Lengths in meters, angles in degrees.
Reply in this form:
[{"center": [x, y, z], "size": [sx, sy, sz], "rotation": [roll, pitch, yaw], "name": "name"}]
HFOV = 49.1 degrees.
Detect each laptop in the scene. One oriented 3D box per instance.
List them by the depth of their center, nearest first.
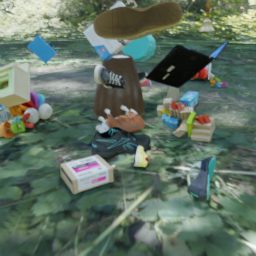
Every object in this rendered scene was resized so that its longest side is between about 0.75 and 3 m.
[{"center": [2.189, -2.542, 10.473], "size": [2.442, 1.261, 2.164], "rotation": [12, -27, -23], "name": "laptop"}]

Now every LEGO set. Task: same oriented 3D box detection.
[{"center": [5.543, -2.841, 17.728], "size": [1.282, 0.526, 0.489], "rotation": [41, 76, 20], "name": "LEGO set"}]

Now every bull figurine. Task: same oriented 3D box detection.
[{"center": [-0.403, -0.179, 10.854], "size": [2.164, 0.705, 1.314], "rotation": [-8, 47, -31], "name": "bull figurine"}]

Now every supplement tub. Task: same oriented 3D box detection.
[{"center": [4.438, -4.126, 19.485], "size": [2.478, 1.518, 1.518], "rotation": [8, 24, 18], "name": "supplement tub"}]

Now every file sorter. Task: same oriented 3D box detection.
[{"center": [-3.650, -3.447, 12.115], "size": [0.703, 1.014, 0.622], "rotation": [-37, 23, 21], "name": "file sorter"}]

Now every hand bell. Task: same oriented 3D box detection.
[{"center": [2.855, -4.031, 10.090], "size": [0.546, 1.048, 0.546], "rotation": [-3, 20, 1], "name": "hand bell"}]

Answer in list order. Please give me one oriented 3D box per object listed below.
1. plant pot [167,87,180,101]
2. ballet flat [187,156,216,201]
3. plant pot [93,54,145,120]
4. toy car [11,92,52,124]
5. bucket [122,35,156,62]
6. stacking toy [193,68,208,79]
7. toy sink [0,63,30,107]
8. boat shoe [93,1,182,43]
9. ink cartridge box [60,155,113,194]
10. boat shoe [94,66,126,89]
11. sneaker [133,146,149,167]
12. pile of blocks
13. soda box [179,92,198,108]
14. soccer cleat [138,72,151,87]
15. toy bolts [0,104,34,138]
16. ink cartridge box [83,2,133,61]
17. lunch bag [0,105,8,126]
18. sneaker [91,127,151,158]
[{"center": [2.460, -1.918, 15.140], "size": [0.722, 0.771, 0.722], "rotation": [0, 22, 0], "name": "plant pot"}, {"center": [1.979, 1.278, 7.652], "size": [0.690, 0.690, 1.888], "rotation": [9, 26, 20], "name": "ballet flat"}, {"center": [-0.416, -1.983, 12.890], "size": [2.444, 2.615, 2.444], "rotation": [1, 22, 0], "name": "plant pot"}, {"center": [-4.251, -0.953, 12.204], "size": [1.443, 1.237, 1.649], "rotation": [14, 27, 32], "name": "toy car"}, {"center": [0.495, -4.219, 14.399], "size": [1.695, 1.695, 1.102], "rotation": [8, 13, 18], "name": "bucket"}, {"center": [2.758, -2.550, 12.867], "size": [1.844, 0.787, 0.787], "rotation": [5, 22, -3], "name": "stacking toy"}, {"center": [-4.138, -1.654, 9.855], "size": [1.003, 1.539, 0.862], "rotation": [-12, -18, 19], "name": "toy sink"}, {"center": [0.246, -2.677, 7.321], "size": [2.285, 0.838, 0.716], "rotation": [-7, -4, -1], "name": "boat shoe"}, {"center": [-1.163, 1.266, 7.877], "size": [1.217, 0.457, 1.002], "rotation": [-12, 24, -30], "name": "ink cartridge box"}, {"center": [-0.547, -1.653, 9.273], "size": [0.747, 0.601, 1.611], "rotation": [8, 1, 13], "name": "boat shoe"}, {"center": [0.439, 0.942, 8.836], "size": [0.477, 0.413, 1.057], "rotation": [13, 27, 2], "name": "sneaker"}, {"center": [1.502, -0.322, 8.095], "size": [0.897, 0.679, 2.184], "rotation": [-36, 40, -23], "name": "pile of blocks"}, {"center": [3.030, -1.322, 13.945], "size": [0.544, 0.575, 1.695], "rotation": [11, 25, 24], "name": "soda box"}, {"center": [0.130, -2.752, 17.252], "size": [2.714, 0.993, 0.926], "rotation": [-3, 56, 35], "name": "soccer cleat"}, {"center": [-4.514, -0.313, 10.894], "size": [0.988, 1.361, 1.425], "rotation": [-13, 2, 9], "name": "toy bolts"}, {"center": [-0.543, -3.572, 10.473], "size": [1.780, 1.287, 0.750], "rotation": [-34, 4, 18], "name": "ink cartridge box"}, {"center": [-5.241, -0.413, 11.347], "size": [0.674, 0.899, 1.057], "rotation": [2, 23, 4], "name": "lunch bag"}, {"center": [-0.178, 0.419, 9.425], "size": [2.170, 0.860, 0.818], "rotation": [-10, 23, -25], "name": "sneaker"}]
